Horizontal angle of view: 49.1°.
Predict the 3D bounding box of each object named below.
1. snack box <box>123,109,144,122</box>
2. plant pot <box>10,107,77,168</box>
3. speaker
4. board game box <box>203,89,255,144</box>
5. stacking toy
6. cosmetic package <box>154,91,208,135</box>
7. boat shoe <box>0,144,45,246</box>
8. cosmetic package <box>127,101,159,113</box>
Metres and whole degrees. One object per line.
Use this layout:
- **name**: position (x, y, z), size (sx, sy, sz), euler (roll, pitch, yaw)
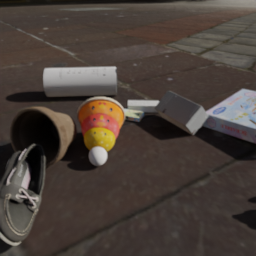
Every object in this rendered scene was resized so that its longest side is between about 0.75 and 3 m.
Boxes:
- **snack box**: position (0.047, -0.459, 9.852), size (0.903, 0.168, 0.525), euler (11, 31, 19)
- **plant pot**: position (-2.112, 0.140, 7.641), size (1.590, 1.590, 1.387), euler (11, 15, 19)
- **speaker**: position (-1.900, -1.867, 11.330), size (2.889, 1.173, 1.173), euler (-2, 29, -3)
- **board game box**: position (4.186, -0.393, 8.981), size (2.526, 0.520, 2.520), euler (-27, 34, -32)
- **stacking toy**: position (-0.766, 0.229, 7.852), size (1.439, 1.439, 1.969), euler (-2, 47, -3)
- **cosmetic package**: position (1.706, -0.509, 9.119), size (0.832, 0.702, 1.557), euler (-52, 41, -5)
- **boat shoe**: position (-2.235, 1.194, 5.985), size (0.762, 0.894, 2.673), euler (-41, 30, 8)
- **cosmetic package**: position (0.562, -0.781, 10.295), size (1.158, 0.293, 0.478), euler (1, 27, 1)
